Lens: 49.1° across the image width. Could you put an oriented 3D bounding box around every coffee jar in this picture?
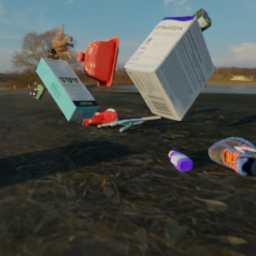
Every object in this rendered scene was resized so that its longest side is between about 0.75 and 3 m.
[{"bbox_3d":[1.948,-3.120,8.910,1.330,0.568,0.694,-30,30,35],"label":"coffee jar"}]

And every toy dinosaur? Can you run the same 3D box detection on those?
[{"bbox_3d":[-2.765,-3.249,11.156,1.095,1.616,0.694,0,46,-3],"label":"toy dinosaur"}]

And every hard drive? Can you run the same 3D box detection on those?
[{"bbox_3d":[-4.145,-1.692,12.833,0.931,0.650,0.176,32,7,41],"label":"hard drive"}]

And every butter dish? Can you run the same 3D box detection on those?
[{"bbox_3d":[-1.228,-2.533,10.494,1.341,1.814,1.809,8,5,-23],"label":"butter dish"}]

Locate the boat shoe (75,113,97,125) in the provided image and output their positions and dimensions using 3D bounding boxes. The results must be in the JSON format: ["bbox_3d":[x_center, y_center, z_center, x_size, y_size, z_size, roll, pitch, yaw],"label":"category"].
[{"bbox_3d":[-2.398,-0.616,16.734,0.742,0.597,1.599,18,20,37],"label":"boat shoe"}]

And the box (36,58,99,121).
[{"bbox_3d":[-2.039,-1.310,9.314,0.998,0.596,2.426,-7,51,-47],"label":"box"}]

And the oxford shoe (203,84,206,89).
[{"bbox_3d":[3.208,-2.152,12.994,0.586,0.552,1.567,-15,26,-16],"label":"oxford shoe"}]

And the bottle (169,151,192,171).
[{"bbox_3d":[1.580,0.993,8.694,0.488,0.381,1.168,-2,11,-9],"label":"bottle"}]

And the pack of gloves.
[{"bbox_3d":[0.044,-0.119,14.946,2.693,0.531,2.262,-7,-3,-26],"label":"pack of gloves"}]

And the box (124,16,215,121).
[{"bbox_3d":[1.266,-1.698,7.991,1.125,1.971,2.144,20,66,44],"label":"box"}]

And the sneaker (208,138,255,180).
[{"bbox_3d":[3.267,0.895,7.890,0.991,0.952,2.527,-13,14,-33],"label":"sneaker"}]

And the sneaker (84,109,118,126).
[{"bbox_3d":[-1.615,-0.425,15.461,1.252,0.849,2.167,-22,5,-41],"label":"sneaker"}]
